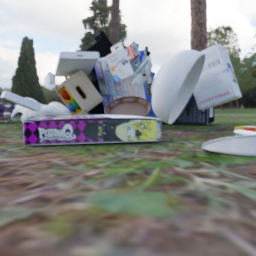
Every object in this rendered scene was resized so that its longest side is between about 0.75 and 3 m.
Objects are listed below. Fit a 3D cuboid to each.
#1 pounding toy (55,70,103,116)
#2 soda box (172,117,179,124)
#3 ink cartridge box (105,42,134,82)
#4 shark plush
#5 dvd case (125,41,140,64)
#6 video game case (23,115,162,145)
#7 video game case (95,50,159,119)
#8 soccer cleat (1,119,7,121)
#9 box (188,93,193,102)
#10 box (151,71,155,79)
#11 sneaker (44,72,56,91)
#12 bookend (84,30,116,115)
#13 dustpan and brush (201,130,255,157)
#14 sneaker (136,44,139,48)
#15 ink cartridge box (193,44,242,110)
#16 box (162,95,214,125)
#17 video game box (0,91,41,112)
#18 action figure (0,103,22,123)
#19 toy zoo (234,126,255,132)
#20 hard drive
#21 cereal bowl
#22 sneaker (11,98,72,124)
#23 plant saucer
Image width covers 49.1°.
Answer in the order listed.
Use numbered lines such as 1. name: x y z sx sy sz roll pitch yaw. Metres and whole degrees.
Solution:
1. pounding toy: -2.274 -1.406 10.907 1.013 1.945 2.214 -41 12 -24
2. soda box: 1.853 -0.618 11.932 0.275 0.867 0.307 -9 -24 -18
3. ink cartridge box: -0.310 -2.028 8.666 0.362 1.068 0.615 -28 9 -37
4. shark plush: 0.316 -1.486 6.606 0.436 1.047 0.476 4 -8 26
5. dvd case: -0.059 -2.319 9.297 1.007 0.735 0.111 -38 -44 25
6. video game case: -0.917 -0.025 6.714 2.669 0.527 2.944 -1 4 -13
7. video game case: -0.086 -1.379 10.502 2.442 2.694 0.612 5 21 46
8. soccer cleat: -6.929 -0.579 14.056 1.004 0.936 2.744 27 13 26
9. box: 2.023 -1.327 10.050 0.708 0.189 1.168 26 35 12
10. box: 0.562 -1.763 11.238 0.580 0.942 0.934 27 38 11
11. sneaker: -2.925 -1.783 10.510 0.407 0.474 1.119 14 27 -35
12. bookend: -1.462 -2.116 12.154 2.829 2.811 1.303 -41 18 -7
13. dustpan and brush: 2.045 0.170 4.157 1.177 0.482 1.686 -2 4 -23
14. sneaker: 0.110 -3.237 11.825 0.425 0.961 0.356 34 -16 -20
15. ink cartridge box: 2.892 -1.691 9.656 1.359 1.870 0.818 -21 -10 37
16. box: 2.624 -0.845 12.969 2.430 1.301 1.804 1 6 24
17. video game box: -3.802 -0.935 9.914 1.253 0.293 1.141 24 -9 -28
18. action figure: -6.407 -0.961 13.989 2.910 1.009 1.893 27 15 0
19. toy zoo: 3.924 0.054 8.562 0.893 0.139 1.361 -2 4 -22
20. hard drive: -1.908 -2.264 10.124 1.313 0.261 1.990 -4 -6 -20
21. cereal bowl: 1.361 -1.306 8.373 0.950 2.281 2.281 30 14 17
22. sneaker: -3.521 -0.445 11.409 2.571 0.963 1.281 9 46 16
23. plant saucer: -0.009 -0.558 9.208 1.515 0.261 1.515 -5 37 4
